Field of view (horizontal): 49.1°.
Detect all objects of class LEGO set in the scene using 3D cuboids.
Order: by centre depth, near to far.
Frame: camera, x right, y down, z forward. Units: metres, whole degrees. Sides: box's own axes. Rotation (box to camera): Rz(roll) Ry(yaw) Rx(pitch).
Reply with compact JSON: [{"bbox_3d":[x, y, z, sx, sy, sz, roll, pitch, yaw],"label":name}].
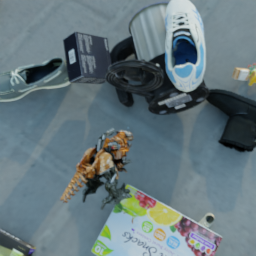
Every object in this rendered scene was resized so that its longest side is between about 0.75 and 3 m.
[{"bbox_3d":[4.474,-1.937,8.585,2.558,1.177,0.952,-15,52,19],"label":"LEGO set"}]

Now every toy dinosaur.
[{"bbox_3d":[-0.639,0.866,6.171,2.243,1.522,1.145,-21,33,-30],"label":"toy dinosaur"}]

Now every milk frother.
[{"bbox_3d":[0.625,-2.039,7.535,2.659,2.947,2.772,-13,71,1],"label":"milk frother"}]

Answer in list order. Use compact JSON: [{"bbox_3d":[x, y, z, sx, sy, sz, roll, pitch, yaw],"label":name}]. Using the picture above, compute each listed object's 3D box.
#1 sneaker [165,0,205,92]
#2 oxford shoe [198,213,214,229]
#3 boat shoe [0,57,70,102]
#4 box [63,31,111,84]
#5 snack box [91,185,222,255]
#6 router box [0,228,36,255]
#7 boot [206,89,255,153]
[{"bbox_3d":[1.346,-2.209,6.721,0.993,1.002,2.764,-6,63,11],"label":"sneaker"},{"bbox_3d":[1.962,2.574,7.295,0.313,0.241,0.834,40,77,10],"label":"oxford shoe"},{"bbox_3d":[-3.115,-1.551,8.437,2.843,0.878,1.035,-12,71,-4],"label":"boat shoe"},{"bbox_3d":[-1.114,-1.924,7.903,1.138,0.650,1.250,-5,86,-45],"label":"box"},{"bbox_3d":[0.679,2.827,6.881,2.583,0.684,1.837,27,80,10],"label":"snack box"},{"bbox_3d":[-3.426,3.238,6.929,1.740,0.454,1.368,23,72,8],"label":"router box"},{"bbox_3d":[2.964,-0.197,8.101,1.835,0.679,1.504,19,75,7],"label":"boot"}]
